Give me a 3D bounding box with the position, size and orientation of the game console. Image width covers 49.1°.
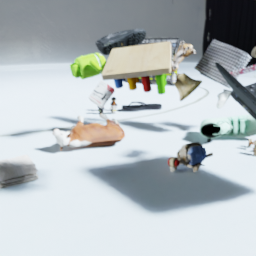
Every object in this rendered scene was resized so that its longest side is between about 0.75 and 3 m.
[{"bbox_3d":[3.929,-0.715,7.188,2.488,1.647,2.829,-19,48,-9],"label":"game console"}]

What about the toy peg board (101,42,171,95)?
[{"bbox_3d":[0.295,-1.369,6.788,1.522,0.747,1.528,-4,36,12],"label":"toy peg board"}]

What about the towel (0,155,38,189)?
[{"bbox_3d":[-3.612,1.320,8.912,1.188,0.309,1.793,-10,20,-31],"label":"towel"}]

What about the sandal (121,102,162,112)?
[{"bbox_3d":[0.788,-1.372,16.803,2.529,0.541,0.962,-6,19,-17],"label":"sandal"}]

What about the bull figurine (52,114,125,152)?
[{"bbox_3d":[-1.570,0.185,11.203,2.812,0.916,1.707,0,34,-13],"label":"bull figurine"}]

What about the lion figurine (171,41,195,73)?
[{"bbox_3d":[1.889,-2.584,10.507,0.590,1.629,0.998,42,-6,9],"label":"lion figurine"}]

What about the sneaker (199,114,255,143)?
[{"bbox_3d":[4.310,0.070,11.573,2.735,1.007,1.613,-3,10,23],"label":"sneaker"}]

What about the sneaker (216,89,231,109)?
[{"bbox_3d":[4.191,-1.320,12.631,0.492,0.418,1.111,31,66,29],"label":"sneaker"}]

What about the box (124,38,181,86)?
[{"bbox_3d":[1.007,-2.992,12.603,2.541,2.036,0.563,8,-5,27],"label":"box"}]

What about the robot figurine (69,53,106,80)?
[{"bbox_3d":[-0.957,-1.531,6.967,0.939,0.543,0.824,-21,27,-20],"label":"robot figurine"}]

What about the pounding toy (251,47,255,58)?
[{"bbox_3d":[5.786,-3.112,12.031,0.974,1.698,0.971,-16,-5,-31],"label":"pounding toy"}]

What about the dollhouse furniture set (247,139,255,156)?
[{"bbox_3d":[4.996,0.774,10.582,0.947,0.488,0.937,14,11,36],"label":"dollhouse furniture set"}]

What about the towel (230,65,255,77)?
[{"bbox_3d":[3.779,-1.776,8.705,1.281,0.192,0.937,-14,2,25],"label":"towel"}]

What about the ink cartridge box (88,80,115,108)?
[{"bbox_3d":[-1.156,-1.453,12.163,0.712,0.987,0.413,34,-7,9],"label":"ink cartridge box"}]

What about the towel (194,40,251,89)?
[{"bbox_3d":[3.962,-2.778,12.035,0.826,1.599,1.931,10,23,-45],"label":"towel"}]

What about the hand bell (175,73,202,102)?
[{"bbox_3d":[2.065,-2.613,13.008,2.576,1.341,1.341,50,36,11],"label":"hand bell"}]

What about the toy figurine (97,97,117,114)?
[{"bbox_3d":[-1.203,-1.305,16.150,1.184,0.824,1.166,0,18,0],"label":"toy figurine"}]

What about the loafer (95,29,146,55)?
[{"bbox_3d":[-0.252,-3.386,10.629,2.086,0.708,0.732,-26,57,-22],"label":"loafer"}]

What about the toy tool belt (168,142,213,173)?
[{"bbox_3d":[2.054,0.977,9.068,1.443,0.901,0.887,-18,17,-42],"label":"toy tool belt"}]
